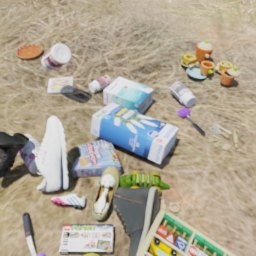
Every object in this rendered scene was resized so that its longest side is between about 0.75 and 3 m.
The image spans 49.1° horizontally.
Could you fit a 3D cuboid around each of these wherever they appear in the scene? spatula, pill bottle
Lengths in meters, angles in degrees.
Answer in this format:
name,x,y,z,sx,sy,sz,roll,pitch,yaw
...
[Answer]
name,x,y,z,sx,sy,sz,roll,pitch,yaw
spatula,2.535,-0.271,11.158,0.466,0.169,1.648,-30,54,-8
pill bottle,-3.319,0.870,9.671,0.778,0.778,1.373,-30,53,-25
pill bottle,2.333,-1.402,11.918,0.641,0.641,1.107,-21,51,-19
pill bottle,-1.264,-1.951,12.525,0.934,0.512,0.512,-31,54,-26
spatula,-2.728,3.204,7.839,0.575,0.209,2.034,-24,49,-9
pill bottle,-2.792,-2.664,10.744,0.755,0.755,1.322,-40,19,-31

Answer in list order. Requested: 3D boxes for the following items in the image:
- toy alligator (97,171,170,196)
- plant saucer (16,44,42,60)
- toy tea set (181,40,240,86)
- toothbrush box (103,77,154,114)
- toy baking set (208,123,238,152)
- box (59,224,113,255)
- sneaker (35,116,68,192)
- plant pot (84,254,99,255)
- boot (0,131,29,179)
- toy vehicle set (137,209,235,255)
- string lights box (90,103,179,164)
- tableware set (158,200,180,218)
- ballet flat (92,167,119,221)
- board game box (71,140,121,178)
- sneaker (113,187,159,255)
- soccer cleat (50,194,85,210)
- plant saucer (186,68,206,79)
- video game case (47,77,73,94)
name,x,y,z,sx,sy,sz,roll,pitch,yaw
toy alligator,0.169,1.738,8.991,2.397,0.576,0.794,0,46,0
plant saucer,-5.141,-3.945,14.614,1.338,0.216,1.338,-1,46,1
toy tea set,4.023,-3.189,13.173,2.956,1.094,1.758,35,49,28
toothbrush box,0.013,-1.315,11.735,1.731,0.738,1.267,23,47,22
toy baking set,3.617,0.307,10.629,1.063,0.161,1.385,10,48,10
box,-1.143,3.131,7.885,1.442,0.250,0.794,1,47,0
sneaker,-2.426,0.831,8.742,0.960,2.384,0.911,-4,3,-16
plant pot,-0.973,3.615,7.077,0.921,0.654,0.921,1,56,-2
boot,-3.846,0.943,8.631,0.632,1.827,1.590,32,93,9
toy vehicle set,1.655,3.544,6.818,2.900,0.384,1.802,32,53,4
string lights box,0.220,0.119,10.106,2.798,0.825,1.438,22,33,18
tableware set,1.191,2.610,8.493,0.788,0.109,0.943,2,46,1
ballet flat,-0.681,1.940,8.477,0.607,0.607,1.717,12,67,11
board game box,-1.211,1.060,9.666,1.589,0.490,1.590,-13,46,-13
sneaker,0.086,2.824,7.941,1.271,0.895,2.392,-2,50,23
soccer cleat,-1.843,2.235,8.677,1.051,0.367,0.454,11,53,0
plant saucer,3.195,-2.521,13.221,0.952,0.183,0.952,7,41,-6
video game case,-3.077,-1.941,12.778,1.106,0.127,1.007,-5,47,-5
